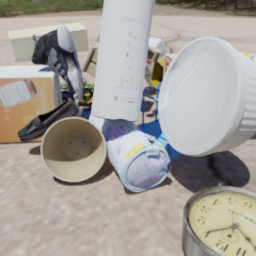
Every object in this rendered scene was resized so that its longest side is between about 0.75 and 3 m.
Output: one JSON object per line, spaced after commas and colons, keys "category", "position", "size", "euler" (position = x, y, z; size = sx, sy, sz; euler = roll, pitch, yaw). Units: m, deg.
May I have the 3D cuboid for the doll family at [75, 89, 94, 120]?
{"category": "doll family", "position": [-1.262, -0.798, 10.145], "size": [1.106, 0.751, 1.913], "euler": [-10, 54, -15]}

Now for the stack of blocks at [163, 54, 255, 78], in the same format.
{"category": "stack of blocks", "position": [2.446, -1.566, 7.984], "size": [2.671, 0.782, 1.538], "euler": [2, 21, -3]}

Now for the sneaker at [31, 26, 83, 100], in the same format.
{"category": "sneaker", "position": [-2.079, -1.803, 8.246], "size": [1.214, 2.133, 0.805], "euler": [-9, 22, 5]}

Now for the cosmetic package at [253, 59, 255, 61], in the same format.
{"category": "cosmetic package", "position": [4.929, -1.484, 9.703], "size": [1.389, 1.670, 1.398], "euler": [19, 32, 32]}

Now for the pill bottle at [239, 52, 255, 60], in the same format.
{"category": "pill bottle", "position": [5.952, -3.467, 15.039], "size": [1.173, 1.173, 2.107], "euler": [-19, 33, -33]}

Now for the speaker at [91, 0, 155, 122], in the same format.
{"category": "speaker", "position": [-0.130, -1.659, 6.570], "size": [1.181, 2.908, 1.181], "euler": [7, 8, -1]}

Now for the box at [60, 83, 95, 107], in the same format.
{"category": "box", "position": [-2.353, -1.440, 11.870], "size": [1.895, 0.450, 1.830], "euler": [0, 25, 1]}

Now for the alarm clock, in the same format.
{"category": "alarm clock", "position": [1.659, 1.963, 4.674], "size": [1.794, 0.886, 2.660], "euler": [22, 32, 35]}

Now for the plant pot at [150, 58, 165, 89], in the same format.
{"category": "plant pot", "position": [1.651, -2.061, 10.886], "size": [1.105, 1.074, 1.081], "euler": [-15, 47, -25]}

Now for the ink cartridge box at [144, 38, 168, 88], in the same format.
{"category": "ink cartridge box", "position": [1.137, -2.735, 11.980], "size": [0.756, 1.766, 1.303], "euler": [25, 71, 41]}

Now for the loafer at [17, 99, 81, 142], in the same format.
{"category": "loafer", "position": [-2.220, -0.251, 7.623], "size": [1.859, 0.586, 0.668], "euler": [-25, 41, 0]}

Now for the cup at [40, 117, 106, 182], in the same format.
{"category": "cup", "position": [-1.339, 0.504, 7.150], "size": [1.536, 1.536, 1.099], "euler": [-3, 2, -6]}

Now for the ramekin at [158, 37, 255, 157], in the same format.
{"category": "ramekin", "position": [1.776, -0.594, 5.991], "size": [1.137, 2.441, 2.441], "euler": [6, 22, -29]}

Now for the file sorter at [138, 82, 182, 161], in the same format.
{"category": "file sorter", "position": [1.488, -0.496, 8.675], "size": [2.695, 1.653, 1.870], "euler": [-22, 34, -36]}

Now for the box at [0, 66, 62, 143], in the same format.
{"category": "box", "position": [-3.501, -0.752, 8.678], "size": [2.701, 2.057, 1.436], "euler": [-3, 26, -5]}

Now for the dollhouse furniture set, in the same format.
{"category": "dollhouse furniture set", "position": [-0.277, -2.044, 9.617], "size": [2.035, 2.387, 1.165], "euler": [34, 22, 7]}

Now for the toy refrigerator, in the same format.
{"category": "toy refrigerator", "position": [-2.697, -2.927, 9.620], "size": [2.491, 0.872, 0.946], "euler": [-16, 37, -19]}

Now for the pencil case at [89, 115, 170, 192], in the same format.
{"category": "pencil case", "position": [-0.110, 0.354, 7.336], "size": [1.230, 1.342, 2.958], "euler": [-15, 29, -18]}
